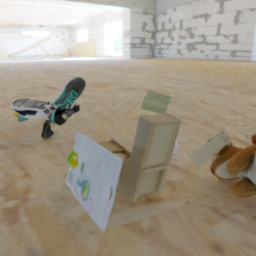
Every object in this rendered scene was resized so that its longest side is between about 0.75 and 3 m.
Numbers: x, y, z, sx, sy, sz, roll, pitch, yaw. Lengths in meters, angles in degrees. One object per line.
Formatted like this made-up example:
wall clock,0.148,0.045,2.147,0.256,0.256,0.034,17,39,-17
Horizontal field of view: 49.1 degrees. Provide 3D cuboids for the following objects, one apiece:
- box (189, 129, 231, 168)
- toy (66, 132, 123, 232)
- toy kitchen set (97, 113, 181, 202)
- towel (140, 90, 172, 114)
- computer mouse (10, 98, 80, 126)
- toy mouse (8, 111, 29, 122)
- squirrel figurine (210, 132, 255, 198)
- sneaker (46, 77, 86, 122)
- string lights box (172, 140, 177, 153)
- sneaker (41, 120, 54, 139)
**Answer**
box,2.330,0.580,7.948,0.412,1.205,0.495,50,12,13
toy,-0.766,1.139,6.879,0.637,1.554,2.699,10,7,-34
toy kitchen set,0.395,0.344,7.904,1.985,2.195,2.433,-5,27,-38
towel,1.444,-1.262,14.354,1.465,1.087,0.267,13,22,-22
computer mouse,-3.457,-0.675,11.453,2.725,0.598,1.494,9,33,13
toy mouse,-4.403,-0.655,12.066,1.169,0.255,1.316,18,52,32
squirrel figurine,3.561,0.846,7.405,2.637,1.866,2.461,-32,9,-18
sneaker,-2.949,-1.274,13.587,1.042,2.686,1.225,39,6,-39
string lights box,1.081,0.571,9.153,0.994,0.293,0.511,3,17,17
sneaker,-3.206,0.046,11.341,0.314,0.821,0.470,28,19,37
